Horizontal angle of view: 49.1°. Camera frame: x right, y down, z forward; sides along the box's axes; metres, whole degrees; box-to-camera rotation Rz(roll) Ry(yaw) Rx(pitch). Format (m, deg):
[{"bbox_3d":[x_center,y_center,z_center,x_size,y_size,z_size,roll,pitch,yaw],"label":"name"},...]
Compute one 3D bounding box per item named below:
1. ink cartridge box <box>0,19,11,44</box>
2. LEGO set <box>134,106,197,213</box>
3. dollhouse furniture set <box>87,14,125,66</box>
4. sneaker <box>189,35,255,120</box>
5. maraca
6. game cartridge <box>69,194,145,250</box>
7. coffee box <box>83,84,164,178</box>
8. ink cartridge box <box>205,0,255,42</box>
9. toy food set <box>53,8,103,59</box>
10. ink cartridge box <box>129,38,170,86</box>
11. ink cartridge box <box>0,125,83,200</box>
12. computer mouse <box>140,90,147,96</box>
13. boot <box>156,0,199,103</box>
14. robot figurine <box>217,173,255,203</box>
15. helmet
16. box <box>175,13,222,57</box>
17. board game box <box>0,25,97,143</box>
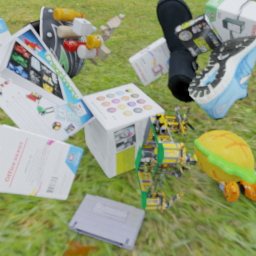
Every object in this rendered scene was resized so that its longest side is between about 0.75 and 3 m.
[{"bbox_3d":[-3.484,-1.958,7.540,0.542,1.625,0.941,13,43,43],"label":"ink cartridge box"},{"bbox_3d":[0.980,0.713,5.956,1.244,2.147,1.651,2,31,-13],"label":"LEGO set"},{"bbox_3d":[-0.698,-3.232,10.515,0.813,1.420,1.665,45,55,-3],"label":"dollhouse furniture set"},{"bbox_3d":[2.638,-1.339,7.273,2.810,1.264,1.101,-48,32,-20],"label":"sneaker"},{"bbox_3d":[1.910,0.608,5.487,1.261,0.984,1.839,21,13,0],"label":"maraca"},{"bbox_3d":[-0.525,2.401,7.312,1.718,0.330,1.114,12,35,16],"label":"game cartridge"},{"bbox_3d":[-0.206,0.026,8.999,1.932,1.954,1.951,-19,41,-22],"label":"coffee box"},{"bbox_3d":[3.448,-3.266,8.907,1.910,1.394,0.803,35,69,31],"label":"ink cartridge box"},{"bbox_3d":[-1.287,-2.679,8.130,0.920,0.976,2.045,-17,46,-43],"label":"toy food set"},{"bbox_3d":[0.964,-2.522,10.809,1.563,1.130,0.662,-30,26,10],"label":"ink cartridge box"},{"bbox_3d":[-1.905,0.647,5.286,0.653,1.108,1.925,13,-8,42],"label":"ink cartridge box"},{"bbox_3d":[0.727,-1.031,11.689,0.634,0.368,2.161,-14,40,-19],"label":"computer mouse"},{"bbox_3d":[1.705,-2.490,9.244,1.105,2.893,2.431,-10,51,24],"label":"boot"},{"bbox_3d":[3.180,1.319,8.460,1.446,0.581,1.995,-1,38,-4],"label":"robot figurine"},{"bbox_3d":[-2.530,-2.737,9.537,2.303,2.415,2.415,-22,34,17],"label":"helmet"},{"bbox_3d":[1.797,-2.312,7.103,0.817,1.020,0.226,-16,55,36],"label":"box"},{"bbox_3d":[-2.119,-0.807,6.545,1.626,2.575,0.446,-37,24,-6],"label":"board game box"}]
